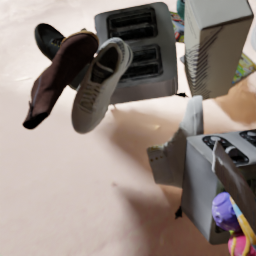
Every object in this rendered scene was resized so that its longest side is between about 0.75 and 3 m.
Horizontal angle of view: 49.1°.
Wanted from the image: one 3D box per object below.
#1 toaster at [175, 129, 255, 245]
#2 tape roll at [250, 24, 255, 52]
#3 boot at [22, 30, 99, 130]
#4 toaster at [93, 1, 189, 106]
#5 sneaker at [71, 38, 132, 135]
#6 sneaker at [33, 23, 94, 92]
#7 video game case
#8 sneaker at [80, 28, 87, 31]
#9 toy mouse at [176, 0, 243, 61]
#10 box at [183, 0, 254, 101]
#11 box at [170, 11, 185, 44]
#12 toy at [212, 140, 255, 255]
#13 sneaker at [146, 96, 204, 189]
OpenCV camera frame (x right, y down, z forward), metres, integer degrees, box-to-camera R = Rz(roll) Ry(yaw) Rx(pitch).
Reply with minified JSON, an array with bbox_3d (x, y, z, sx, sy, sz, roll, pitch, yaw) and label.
[{"bbox_3d":[2.132,1.187,5.696,1.926,2.130,1.264,-5,22,-15],"label":"toaster"},{"bbox_3d":[4.340,-2.658,7.951,0.544,1.554,1.554,18,42,-37],"label":"tape roll"},{"bbox_3d":[-1.505,-1.011,6.291,2.192,0.793,1.823,-28,43,37],"label":"boot"},{"bbox_3d":[0.310,-2.010,8.069,2.665,1.582,2.410,-7,79,8],"label":"toaster"},{"bbox_3d":[-0.796,-0.946,6.733,0.983,2.573,1.036,26,16,-1],"label":"sneaker"},{"bbox_3d":[-1.800,-2.424,8.154,0.959,1.361,2.563,-32,78,-34],"label":"sneaker"},{"bbox_3d":[2.865,-2.056,8.968,1.698,0.214,1.866,-34,66,-3],"label":"video game case"},{"bbox_3d":[-1.253,-2.045,6.767,0.458,0.863,0.323,-15,68,-29],"label":"sneaker"},{"bbox_3d":[1.897,-3.213,7.568,2.648,0.577,2.980,35,42,-17],"label":"toy mouse"},{"bbox_3d":[1.890,-1.798,6.425,1.016,2.970,1.220,-13,66,6],"label":"box"},{"bbox_3d":[2.280,-3.414,9.774,2.322,0.403,1.278,-6,56,-35],"label":"box"},{"bbox_3d":[1.814,1.625,4.058,0.649,1.584,2.751,-37,87,21],"label":"toy"},{"bbox_3d":[1.071,0.403,6.540,1.356,2.347,0.865,4,20,14],"label":"sneaker"}]
